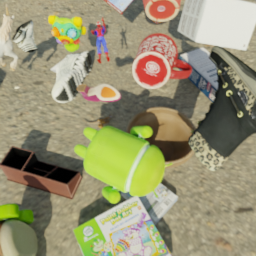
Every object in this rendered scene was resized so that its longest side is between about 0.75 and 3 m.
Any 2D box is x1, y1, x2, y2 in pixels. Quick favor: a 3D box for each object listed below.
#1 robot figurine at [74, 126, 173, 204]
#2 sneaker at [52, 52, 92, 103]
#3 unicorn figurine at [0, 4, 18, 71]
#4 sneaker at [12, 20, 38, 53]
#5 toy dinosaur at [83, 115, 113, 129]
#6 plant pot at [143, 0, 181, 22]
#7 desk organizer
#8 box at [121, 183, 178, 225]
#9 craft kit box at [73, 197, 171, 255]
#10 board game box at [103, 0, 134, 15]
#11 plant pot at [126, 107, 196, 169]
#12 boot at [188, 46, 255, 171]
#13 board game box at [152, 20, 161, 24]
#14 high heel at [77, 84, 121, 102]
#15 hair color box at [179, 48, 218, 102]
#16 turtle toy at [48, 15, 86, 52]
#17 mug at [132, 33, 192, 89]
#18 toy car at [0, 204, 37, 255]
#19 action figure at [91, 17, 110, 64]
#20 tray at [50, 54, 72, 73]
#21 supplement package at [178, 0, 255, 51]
[{"bbox_3d":[-0.143,0.834,7.158,2.400,1.388,2.105,23,78,16],"label":"robot figurine"},{"bbox_3d":[-2.526,-2.131,11.693,1.192,1.105,2.942,9,47,13],"label":"sneaker"},{"bbox_3d":[-4.287,-2.531,9.048,0.926,1.723,2.509,26,52,8],"label":"unicorn figurine"},{"bbox_3d":[-3.445,-3.076,9.650,0.525,0.800,1.391,-15,44,20],"label":"sneaker"},{"bbox_3d":[-1.101,-0.201,10.613,1.161,0.351,0.617,-14,27,-17],"label":"toy dinosaur"},{"bbox_3d":[1.312,-5.211,10.914,1.828,1.828,1.617,2,70,2],"label":"plant pot"},{"bbox_3d":[-2.735,1.395,8.860,2.365,0.911,0.848,13,52,11],"label":"desk organizer"},{"bbox_3d":[0.646,2.112,8.680,1.408,0.290,1.098,36,60,25],"label":"box"},{"bbox_3d":[-0.146,3.193,7.533,2.066,0.501,2.041,-26,55,-12],"label":"craft kit box"},{"bbox_3d":[-0.046,-4.550,8.877,0.957,0.181,1.858,38,75,-6],"label":"board game box"},{"bbox_3d":[1.094,0.494,9.489,2.345,1.082,2.345,0,52,0],"label":"plant pot"},{"bbox_3d":[2.275,-0.605,7.109,1.081,2.262,2.995,21,31,-28],"label":"boot"},{"bbox_3d":[1.694,-6.387,15.176,0.935,0.935,0.934,-24,55,-19],"label":"board game box"},{"bbox_3d":[-0.552,-0.668,5.982,1.109,0.532,0.374,8,73,29],"label":"high heel"},{"bbox_3d":[3.416,-2.259,11.907,1.309,0.792,2.617,-22,54,-17],"label":"hair color box"},{"bbox_3d":[-1.975,-3.075,9.260,1.099,1.508,0.762,5,81,6],"label":"turtle toy"},{"bbox_3d":[1.107,-2.236,9.294,1.937,1.456,2.182,-2,27,14],"label":"mug"},{"bbox_3d":[-3.558,3.153,7.137,2.100,1.657,1.725,-17,62,1],"label":"toy car"},{"bbox_3d":[-0.714,-2.282,7.051,0.378,0.573,1.158,-11,69,4],"label":"action figure"},{"bbox_3d":[-2.782,-2.845,12.799,0.766,0.158,1.427,28,56,21],"label":"tray"},{"bbox_3d":[2.859,-3.523,9.128,1.782,1.370,1.863,6,27,-12],"label":"supplement package"}]
